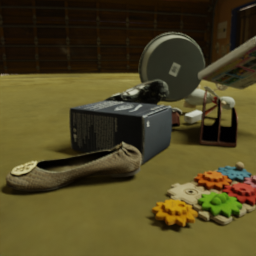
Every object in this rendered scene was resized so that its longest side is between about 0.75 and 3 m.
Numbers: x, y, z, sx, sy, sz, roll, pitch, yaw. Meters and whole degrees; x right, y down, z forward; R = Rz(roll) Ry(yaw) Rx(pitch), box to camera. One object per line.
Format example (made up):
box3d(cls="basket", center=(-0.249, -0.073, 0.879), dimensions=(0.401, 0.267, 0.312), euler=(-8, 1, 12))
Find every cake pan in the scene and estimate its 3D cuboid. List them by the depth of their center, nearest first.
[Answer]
box3d(cls="cake pan", center=(1.797, -2.315, 11.038), dimensions=(2.749, 2.749, 0.504), euler=(-2, 17, -10))

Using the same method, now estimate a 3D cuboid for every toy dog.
box3d(cls="toy dog", center=(3.242, -1.310, 12.246), dimensions=(1.180, 1.616, 2.451), euler=(-8, -1, -41))

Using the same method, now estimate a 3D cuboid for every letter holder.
box3d(cls="letter holder", center=(2.924, -0.432, 9.032), dimensions=(1.070, 1.512, 2.128), euler=(4, 14, 16))

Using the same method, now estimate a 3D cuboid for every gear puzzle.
box3d(cls="gear puzzle", center=(1.537, 1.126, 5.112), dimensions=(2.797, 0.366, 1.449), euler=(-10, 17, -34))

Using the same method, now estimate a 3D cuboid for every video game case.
box3d(cls="video game case", center=(3.984, -2.015, 9.331), dimensions=(2.228, 0.290, 2.448), euler=(8, -19, -27))

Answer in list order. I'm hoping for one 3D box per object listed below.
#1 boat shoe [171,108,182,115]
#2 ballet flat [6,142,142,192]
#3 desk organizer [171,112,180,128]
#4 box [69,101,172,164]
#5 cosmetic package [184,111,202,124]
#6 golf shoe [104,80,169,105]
box3d(cls="boat shoe", center=(1.870, -0.740, 12.362), dimensions=(1.036, 0.383, 0.313), euler=(21, 19, 0))
box3d(cls="ballet flat", center=(-1.064, 0.745, 5.782), dimensions=(2.779, 0.644, 0.936), euler=(-6, 21, -11))
box3d(cls="desk organizer", center=(1.293, -0.241, 10.273), dimensions=(1.161, 0.447, 0.416), euler=(-8, -21, 24))
box3d(cls="box", center=(-0.186, 0.000, 7.848), dimensions=(2.354, 1.228, 1.742), euler=(9, 16, 31))
box3d(cls="cosmetic package", center=(2.614, -0.438, 11.092), dimensions=(0.782, 0.290, 0.398), euler=(-17, 26, -35))
box3d(cls="golf shoe", center=(0.209, -0.979, 10.282), dimensions=(2.703, 1.051, 1.277), euler=(-17, 14, 15))
